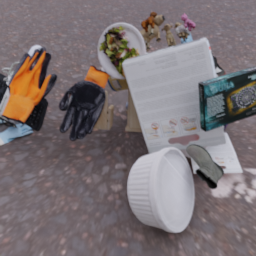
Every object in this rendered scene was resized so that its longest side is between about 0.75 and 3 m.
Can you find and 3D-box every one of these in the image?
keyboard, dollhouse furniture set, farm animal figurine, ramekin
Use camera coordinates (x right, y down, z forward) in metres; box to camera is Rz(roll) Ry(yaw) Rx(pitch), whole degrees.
[{"bbox_3d":[-3.646,-0.697,8.525,2.764,1.438,0.548,27,18,27],"label":"keyboard"},{"bbox_3d":[0.343,-1.134,8.609,2.555,1.766,2.706,4,18,9],"label":"dollhouse furniture set"},{"bbox_3d":[0.925,-2.511,7.168,1.354,1.094,0.681,1,58,-9],"label":"farm animal figurine"},{"bbox_3d":[0.697,1.306,5.991,0.809,1.737,1.737,-11,27,36],"label":"ramekin"}]

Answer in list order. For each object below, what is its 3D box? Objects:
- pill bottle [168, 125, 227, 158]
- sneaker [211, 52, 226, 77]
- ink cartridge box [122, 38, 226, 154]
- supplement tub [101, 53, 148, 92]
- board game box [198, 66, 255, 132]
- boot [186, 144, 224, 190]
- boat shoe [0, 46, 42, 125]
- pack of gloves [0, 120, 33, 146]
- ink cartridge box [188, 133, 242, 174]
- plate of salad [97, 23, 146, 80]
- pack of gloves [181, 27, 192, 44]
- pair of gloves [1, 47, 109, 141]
[{"bbox_3d":[2.067,-0.322,7.707,1.375,1.375,2.468,20,44,24],"label":"pill bottle"},{"bbox_3d":[2.098,-1.600,7.296,1.611,0.787,0.569,1,40,-37],"label":"sneaker"},{"bbox_3d":[1.121,-0.650,6.527,1.930,2.379,0.596,-10,22,21],"label":"ink cartridge box"},{"bbox_3d":[0.020,-1.638,8.223,1.359,0.983,0.983,-7,33,25],"label":"supplement tub"},{"bbox_3d":[2.192,-0.626,5.776,1.553,1.050,0.219,-17,28,-13],"label":"board game box"},{"bbox_3d":[1.587,0.797,5.982,1.019,0.345,0.665,44,33,15],"label":"boot"},{"bbox_3d":[-3.077,-1.286,7.792,0.961,2.253,0.832,20,3,13],"label":"boat shoe"},{"bbox_3d":[-4.006,-0.068,8.806,1.884,0.372,1.583,-26,44,-30],"label":"pack of gloves"},{"bbox_3d":[2.287,0.763,7.745,1.275,0.394,1.572,-2,41,2],"label":"ink cartridge box"},{"bbox_3d":[-0.215,-1.870,6.891,1.358,1.358,0.326,19,23,23],"label":"plate of salad"},{"bbox_3d":[2.202,-1.806,9.083,0.518,2.625,2.205,-3,53,31],"label":"pack of gloves"},{"bbox_3d":[-1.757,-0.864,7.059,2.370,0.293,2.111,20,72,-11],"label":"pair of gloves"}]
